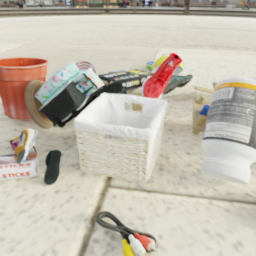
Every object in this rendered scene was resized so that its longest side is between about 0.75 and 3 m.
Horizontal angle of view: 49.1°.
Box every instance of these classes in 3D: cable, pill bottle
[{"bbox_3d":[-0.018,1.953,5.302,0.749,0.388,1.542,-22,37,-26],"label":"cable"},{"bbox_3d":[2.537,0.080,6.736,1.349,2.318,1.349,16,-11,3],"label":"pill bottle"}]

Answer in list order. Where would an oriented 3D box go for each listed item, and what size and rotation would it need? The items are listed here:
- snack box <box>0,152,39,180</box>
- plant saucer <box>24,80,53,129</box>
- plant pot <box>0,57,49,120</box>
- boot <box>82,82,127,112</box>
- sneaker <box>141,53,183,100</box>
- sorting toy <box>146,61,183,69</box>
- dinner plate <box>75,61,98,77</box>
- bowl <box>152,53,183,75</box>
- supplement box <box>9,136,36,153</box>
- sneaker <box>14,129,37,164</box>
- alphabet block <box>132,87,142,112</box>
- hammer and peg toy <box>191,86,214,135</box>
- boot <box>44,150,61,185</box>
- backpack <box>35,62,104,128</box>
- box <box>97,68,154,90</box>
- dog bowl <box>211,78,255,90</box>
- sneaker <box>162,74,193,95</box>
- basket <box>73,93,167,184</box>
[{"bbox_3d":[-3.569,1.048,7.226,2.372,0.288,0.853,-5,26,-9],"label":"snack box"},{"bbox_3d":[-2.812,-0.812,9.366,0.247,1.677,1.677,-13,23,19],"label":"plant saucer"},{"bbox_3d":[-3.842,-1.442,10.194,1.981,1.927,1.981,2,23,-1],"label":"plant pot"},{"bbox_3d":[-0.928,-1.033,10.379,1.861,0.711,1.564,-27,-4,0],"label":"boot"},{"bbox_3d":[1.219,-1.937,10.047,0.851,1.255,2.172,28,58,-3],"label":"sneaker"},{"bbox_3d":[2.063,-3.454,16.030,2.201,0.300,1.239,10,33,20],"label":"sorting toy"},{"bbox_3d":[-1.723,-1.407,9.644,1.890,1.890,0.229,24,2,38],"label":"dinner plate"},{"bbox_3d":[1.962,-3.241,14.132,1.561,0.840,1.561,-2,-14,0],"label":"bowl"},{"bbox_3d":[-3.051,0.545,8.102,0.424,0.329,0.768,-33,41,-32],"label":"supplement box"},{"bbox_3d":[-2.571,0.482,7.129,0.361,0.960,0.423,28,11,21],"label":"sneaker"},{"bbox_3d":[0.674,-1.089,10.863,0.786,0.772,0.768,17,32,30],"label":"alphabet block"},{"bbox_3d":[2.753,-0.495,9.009,1.532,0.735,2.083,15,45,0],"label":"hammer and peg toy"},{"bbox_3d":[-1.962,1.003,7.188,0.348,0.912,0.767,15,-13,-20],"label":"boot"},{"bbox_3d":[-1.645,-1.044,8.196,1.641,1.392,1.849,-33,8,33],"label":"backpack"},{"bbox_3d":[-0.139,-2.314,13.353,2.374,0.583,1.914,-16,25,-32],"label":"box"},{"bbox_3d":[4.687,-1.430,10.679,2.903,0.851,2.903,-4,9,1],"label":"dog bowl"},{"bbox_3d":[2.101,-2.117,12.432,1.863,0.702,0.738,-24,75,-26],"label":"sneaker"},{"bbox_3d":[-0.118,0.203,7.427,1.986,1.612,2.004,8,27,15],"label":"basket"}]
